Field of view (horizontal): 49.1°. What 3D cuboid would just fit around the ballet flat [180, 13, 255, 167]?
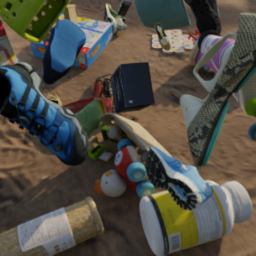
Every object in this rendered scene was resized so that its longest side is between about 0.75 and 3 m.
[{"bbox_3d":[1.690,-0.734,5.368,1.120,2.975,1.009,31,18,17],"label":"ballet flat"}]

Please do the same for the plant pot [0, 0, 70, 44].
[{"bbox_3d":[-2.992,-3.791,8.164,1.678,1.840,1.849,39,97,-6],"label":"plant pot"}]

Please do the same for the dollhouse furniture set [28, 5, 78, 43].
[{"bbox_3d":[-2.610,-3.668,9.807,1.549,1.029,1.358,1,29,12],"label":"dollhouse furniture set"}]

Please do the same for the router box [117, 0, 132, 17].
[{"bbox_3d":[-0.069,-4.336,9.137,0.281,0.822,1.102,10,77,-17],"label":"router box"}]

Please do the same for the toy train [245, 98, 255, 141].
[{"bbox_3d":[2.912,-0.304,5.743,0.944,2.230,1.290,-30,30,-1],"label":"toy train"}]

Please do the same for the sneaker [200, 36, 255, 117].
[{"bbox_3d":[2.522,-1.286,6.638,0.857,2.365,1.349,-42,38,3],"label":"sneaker"}]

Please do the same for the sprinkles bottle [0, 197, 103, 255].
[{"bbox_3d":[-1.993,2.506,6.352,2.787,0.951,0.951,-19,50,-17],"label":"sprinkles bottle"}]

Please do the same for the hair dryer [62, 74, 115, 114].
[{"bbox_3d":[-1.070,-0.974,9.895,2.801,0.761,2.133,-27,37,-29],"label":"hair dryer"}]

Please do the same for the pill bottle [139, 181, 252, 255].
[{"bbox_3d":[1.563,2.004,6.559,2.385,1.336,1.336,-12,49,-11],"label":"pill bottle"}]

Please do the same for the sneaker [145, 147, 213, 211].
[{"bbox_3d":[0.851,0.836,4.903,0.665,0.580,1.479,-7,34,-33],"label":"sneaker"}]

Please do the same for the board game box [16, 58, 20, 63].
[{"bbox_3d":[-5.137,-2.352,11.212,1.452,0.325,0.977,-5,48,-4],"label":"board game box"}]

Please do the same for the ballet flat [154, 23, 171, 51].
[{"bbox_3d":[0.873,-2.341,7.213,0.263,0.241,0.766,-27,86,7],"label":"ballet flat"}]

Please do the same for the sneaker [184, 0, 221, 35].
[{"bbox_3d":[2.117,-3.662,8.123,0.838,2.224,0.881,-12,17,29],"label":"sneaker"}]

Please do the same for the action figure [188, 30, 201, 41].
[{"bbox_3d":[3.479,-3.522,12.189,0.642,0.507,1.963,-30,59,-18],"label":"action figure"}]

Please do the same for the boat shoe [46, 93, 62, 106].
[{"bbox_3d":[-2.563,-0.784,9.695,0.530,0.453,1.445,-17,50,-15],"label":"boat shoe"}]

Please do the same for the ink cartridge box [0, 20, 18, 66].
[{"bbox_3d":[-3.964,-2.000,7.946,0.744,1.785,1.295,20,46,32],"label":"ink cartridge box"}]

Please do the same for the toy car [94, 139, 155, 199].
[{"bbox_3d":[-0.270,1.278,7.351,1.486,1.314,1.369,-26,32,-1],"label":"toy car"}]

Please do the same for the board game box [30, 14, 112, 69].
[{"bbox_3d":[-2.399,-3.886,12.313,2.617,0.747,2.673,16,50,13],"label":"board game box"}]

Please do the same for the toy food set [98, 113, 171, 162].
[{"bbox_3d":[0.243,0.470,7.960,0.657,1.561,2.175,-51,60,12],"label":"toy food set"}]

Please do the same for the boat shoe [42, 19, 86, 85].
[{"bbox_3d":[-1.858,-2.115,7.492,1.110,0.905,2.638,35,33,-16],"label":"boat shoe"}]

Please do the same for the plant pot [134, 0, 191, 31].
[{"bbox_3d":[0.973,-3.876,8.735,1.339,1.989,1.989,-20,44,21],"label":"plant pot"}]

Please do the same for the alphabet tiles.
[{"bbox_3d":[2.026,-3.961,12.806,1.862,0.139,1.904,2,48,2],"label":"alphabet tiles"}]

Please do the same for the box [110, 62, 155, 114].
[{"bbox_3d":[0.059,-0.883,6.491,0.672,1.288,0.953,-8,90,-14],"label":"box"}]

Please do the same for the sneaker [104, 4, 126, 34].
[{"bbox_3d":[-0.626,-5.293,13.708,0.959,0.832,2.164,-3,53,-18],"label":"sneaker"}]

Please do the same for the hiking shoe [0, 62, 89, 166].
[{"bbox_3d":[-1.836,-0.196,5.304,2.578,0.959,1.118,46,31,16],"label":"hiking shoe"}]

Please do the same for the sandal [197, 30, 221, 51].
[{"bbox_3d":[2.808,-1.758,7.950,2.263,0.851,0.542,40,35,-13],"label":"sandal"}]

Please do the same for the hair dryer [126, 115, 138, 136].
[{"bbox_3d":[0.206,-0.028,9.112,0.863,0.308,1.132,-31,56,-27],"label":"hair dryer"}]

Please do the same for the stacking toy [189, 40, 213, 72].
[{"bbox_3d":[3.845,-2.492,10.853,2.812,1.200,1.200,30,54,20],"label":"stacking toy"}]

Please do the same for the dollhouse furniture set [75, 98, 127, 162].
[{"bbox_3d":[-0.738,0.077,8.042,0.816,1.626,1.065,15,46,31],"label":"dollhouse furniture set"}]
